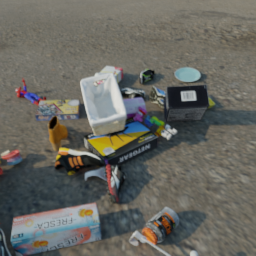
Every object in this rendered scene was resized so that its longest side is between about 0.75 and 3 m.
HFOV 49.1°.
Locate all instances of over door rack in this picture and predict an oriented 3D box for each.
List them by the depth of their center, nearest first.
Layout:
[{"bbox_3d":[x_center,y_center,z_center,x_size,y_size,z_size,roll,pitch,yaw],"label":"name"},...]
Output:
[{"bbox_3d":[0.793,3.622,6.330,2.684,0.894,1.983,19,38,23],"label":"over door rack"}]

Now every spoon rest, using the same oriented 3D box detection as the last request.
[{"bbox_3d":[-0.890,1.593,9.590,1.198,0.363,0.595,-6,60,-6],"label":"spoon rest"}]

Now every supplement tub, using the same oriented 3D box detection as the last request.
[{"bbox_3d":[0.900,2.747,7.826,0.622,0.622,1.015,30,45,34],"label":"supplement tub"}]

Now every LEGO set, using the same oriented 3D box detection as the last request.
[{"bbox_3d":[1.008,0.042,11.299,1.923,0.733,0.789,35,82,28],"label":"LEGO set"}]

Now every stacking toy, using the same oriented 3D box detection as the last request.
[{"bbox_3d":[-4.541,1.294,10.196,1.234,0.521,1.117,-27,18,-37],"label":"stacking toy"}]

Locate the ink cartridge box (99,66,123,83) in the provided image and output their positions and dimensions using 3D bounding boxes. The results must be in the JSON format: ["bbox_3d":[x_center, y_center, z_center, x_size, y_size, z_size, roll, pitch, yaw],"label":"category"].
[{"bbox_3d":[-1.014,-2.854,15.617,1.040,0.598,1.433,12,38,16],"label":"ink cartridge box"}]

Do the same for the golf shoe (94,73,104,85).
[{"bbox_3d":[-1.088,-2.337,14.376,0.661,0.838,1.820,-5,45,-46],"label":"golf shoe"}]

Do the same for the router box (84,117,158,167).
[{"bbox_3d":[-0.277,0.540,10.903,2.339,0.597,1.745,-23,42,-29],"label":"router box"}]

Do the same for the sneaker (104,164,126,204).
[{"bbox_3d":[-0.385,1.775,9.134,0.695,0.503,1.423,-7,48,-5],"label":"sneaker"}]

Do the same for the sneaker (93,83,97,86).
[{"bbox_3d":[-1.824,-1.832,14.348,0.860,0.583,1.488,-21,27,-14],"label":"sneaker"}]

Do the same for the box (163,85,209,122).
[{"bbox_3d":[2.373,-0.997,11.805,1.657,1.644,1.021,-2,71,2],"label":"box"}]

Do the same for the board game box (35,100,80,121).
[{"bbox_3d":[-3.242,-0.845,13.065,1.888,0.327,1.279,-2,36,-4],"label":"board game box"}]

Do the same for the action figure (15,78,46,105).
[{"bbox_3d":[-4.995,-1.818,13.940,1.964,0.972,0.641,19,39,28],"label":"action figure"}]

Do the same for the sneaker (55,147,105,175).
[{"bbox_3d":[-1.709,1.278,9.733,1.963,0.686,0.883,8,69,29],"label":"sneaker"}]

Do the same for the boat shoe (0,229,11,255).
[{"bbox_3d":[-3.655,3.022,7.324,2.151,0.649,0.813,26,54,38],"label":"boat shoe"}]

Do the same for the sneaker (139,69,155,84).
[{"bbox_3d":[1.096,-2.936,15.726,0.667,0.578,1.612,10,37,19],"label":"sneaker"}]

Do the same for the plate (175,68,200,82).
[{"bbox_3d":[3.390,-3.000,16.066,1.445,0.185,1.445,-1,44,1],"label":"plate"}]

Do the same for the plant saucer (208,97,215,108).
[{"bbox_3d":[3.360,-1.249,13.643,1.269,0.304,1.271,-8,36,-11],"label":"plant saucer"}]

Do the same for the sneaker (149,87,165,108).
[{"bbox_3d":[1.670,-1.446,13.709,0.849,0.748,1.905,4,27,-30],"label":"sneaker"}]

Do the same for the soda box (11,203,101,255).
[{"bbox_3d":[-1.918,2.777,7.694,2.301,0.732,0.787,-8,35,-10],"label":"soda box"}]

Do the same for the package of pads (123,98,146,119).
[{"bbox_3d":[-0.333,-0.709,12.068,2.014,1.213,0.762,-9,77,-13],"label":"package of pads"}]

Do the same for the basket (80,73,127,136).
[{"bbox_3d":[-0.923,-0.844,10.619,1.358,1.236,2.003,-14,64,-6],"label":"basket"}]

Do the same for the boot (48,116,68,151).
[{"bbox_3d":[-2.798,-0.013,11.166,0.589,1.198,1.674,-1,36,-3],"label":"boot"}]

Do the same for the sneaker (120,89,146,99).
[{"bbox_3d":[0.167,-1.638,14.053,1.391,0.462,0.629,6,34,5],"label":"sneaker"}]
